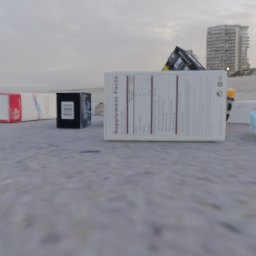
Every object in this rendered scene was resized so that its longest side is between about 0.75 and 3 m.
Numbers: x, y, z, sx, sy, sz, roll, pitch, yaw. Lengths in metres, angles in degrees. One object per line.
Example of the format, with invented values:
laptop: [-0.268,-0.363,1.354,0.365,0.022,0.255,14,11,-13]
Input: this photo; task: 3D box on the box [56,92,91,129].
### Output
box: [-1.742,-0.601,9.197,0.804,1.114,1.501,1,7,4]

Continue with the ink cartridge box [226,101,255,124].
ink cartridge box: [4.647,-0.630,10.855,1.396,0.805,1.924,4,8,34]

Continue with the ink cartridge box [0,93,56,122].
ink cartridge box: [-4.608,-0.902,11.799,1.970,1.143,2.669,3,5,28]

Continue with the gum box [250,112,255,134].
gum box: [3.749,-0.090,6.475,1.525,0.400,1.795,-4,10,17]

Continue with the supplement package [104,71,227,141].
supplement package: [0.798,-0.526,6.602,2.589,1.519,1.514,0,6,4]

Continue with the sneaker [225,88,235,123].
sneaker: [2.580,-0.450,8.909,1.020,1.007,2.607,7,-11,4]

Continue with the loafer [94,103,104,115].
loafer: [-1.326,-1.108,15.541,0.845,0.739,2.350,-2,7,-20]

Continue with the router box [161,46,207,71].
router box: [1.931,-1.772,10.901,0.696,2.096,2.666,22,27,-20]
